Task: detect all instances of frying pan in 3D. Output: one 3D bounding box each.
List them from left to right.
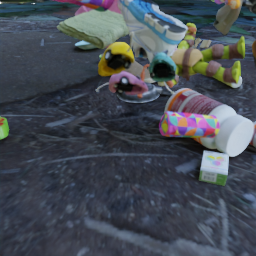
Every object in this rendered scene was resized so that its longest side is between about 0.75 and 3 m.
[{"bbox_3d":[0.865,-1.295,10.493,2.670,0.435,1.615,11,32,24],"label":"frying pan"},{"bbox_3d":[4.064,-4.022,8.836,2.036,0.331,1.232,6,-6,-17],"label":"frying pan"}]

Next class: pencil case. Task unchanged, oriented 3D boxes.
[{"bbox_3d":[-1.228,-2.967,5.590,0.997,0.997,2.256,23,21,34],"label":"pencil case"},{"bbox_3d":[1.234,-0.054,5.641,1.199,0.530,0.530,3,28,-19],"label":"pencil case"}]

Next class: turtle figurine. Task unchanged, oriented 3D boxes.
[{"bbox_3d":[1.511,-1.527,6.772,2.281,0.911,2.828,10,52,26],"label":"turtle figurine"}]

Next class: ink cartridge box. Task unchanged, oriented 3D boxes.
[{"bbox_3d":[2.087,0.862,6.771,0.585,0.334,1.126,10,32,16],"label":"ink cartridge box"}]

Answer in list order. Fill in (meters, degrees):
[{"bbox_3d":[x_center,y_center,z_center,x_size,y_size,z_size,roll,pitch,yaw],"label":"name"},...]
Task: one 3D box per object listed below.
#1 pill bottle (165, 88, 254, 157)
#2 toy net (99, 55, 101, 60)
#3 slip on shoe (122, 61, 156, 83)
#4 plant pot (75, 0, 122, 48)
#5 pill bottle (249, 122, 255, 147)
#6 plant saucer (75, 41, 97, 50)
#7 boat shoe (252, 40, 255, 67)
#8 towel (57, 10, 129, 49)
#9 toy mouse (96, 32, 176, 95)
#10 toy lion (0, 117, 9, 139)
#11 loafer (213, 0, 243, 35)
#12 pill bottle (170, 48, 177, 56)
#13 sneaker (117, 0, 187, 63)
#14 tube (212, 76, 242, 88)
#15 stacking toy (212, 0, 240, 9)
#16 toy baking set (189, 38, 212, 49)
[{"bbox_3d":[2.144,-0.187,7.679,1.223,1.223,2.232,-18,35,-28],"label":"pill bottle"},{"bbox_3d":[-0.557,-3.622,14.475,0.974,0.359,1.857,26,39,37],"label":"toy net"},{"bbox_3d":[0.097,-2.624,12.270,2.756,0.835,1.048,24,38,35],"label":"slip on shoe"},{"bbox_3d":[-0.807,-3.974,10.036,1.474,1.646,1.646,-41,28,14],"label":"plant pot"},{"bbox_3d":[3.789,0.399,7.150,0.757,0.757,1.382,-12,32,-20],"label":"pill bottle"},{"bbox_3d":[-2.072,-4.979,16.545,2.062,0.397,2.062,-11,24,5],"label":"plant saucer"},{"bbox_3d":[3.106,-1.371,6.283,0.452,1.283,0.451,-10,7,30],"label":"boat shoe"},{"bbox_3d":[-0.882,-2.979,8.227,1.623,0.399,2.188,-37,48,-28],"label":"towel"},{"bbox_3d":[0.234,-1.029,5.185,1.749,1.968,0.381,14,65,-31],"label":"toy mouse"},{"bbox_3d":[-4.635,0.301,7.390,2.659,0.913,2.549,-8,24,-14],"label":"toy lion"},{"bbox_3d":[2.047,-2.352,5.795,0.383,1.122,0.424,20,74,7],"label":"loafer"},{"bbox_3d":[1.878,-2.774,12.303,1.065,1.065,1.878,6,31,11],"label":"pill bottle"},{"bbox_3d":[0.267,-2.104,5.962,0.908,1.050,2.423,1,39,-25],"label":"sneaker"},{"bbox_3d":[4.074,-2.245,12.025,0.572,0.511,1.970,31,13,-26],"label":"tube"},{"bbox_3d":[1.755,-2.610,5.339,0.598,0.632,1.089,-21,62,-15],"label":"stacking toy"},{"bbox_3d":[1.841,-2.124,8.054,1.178,0.137,0.904,-43,41,3],"label":"toy baking set"}]
